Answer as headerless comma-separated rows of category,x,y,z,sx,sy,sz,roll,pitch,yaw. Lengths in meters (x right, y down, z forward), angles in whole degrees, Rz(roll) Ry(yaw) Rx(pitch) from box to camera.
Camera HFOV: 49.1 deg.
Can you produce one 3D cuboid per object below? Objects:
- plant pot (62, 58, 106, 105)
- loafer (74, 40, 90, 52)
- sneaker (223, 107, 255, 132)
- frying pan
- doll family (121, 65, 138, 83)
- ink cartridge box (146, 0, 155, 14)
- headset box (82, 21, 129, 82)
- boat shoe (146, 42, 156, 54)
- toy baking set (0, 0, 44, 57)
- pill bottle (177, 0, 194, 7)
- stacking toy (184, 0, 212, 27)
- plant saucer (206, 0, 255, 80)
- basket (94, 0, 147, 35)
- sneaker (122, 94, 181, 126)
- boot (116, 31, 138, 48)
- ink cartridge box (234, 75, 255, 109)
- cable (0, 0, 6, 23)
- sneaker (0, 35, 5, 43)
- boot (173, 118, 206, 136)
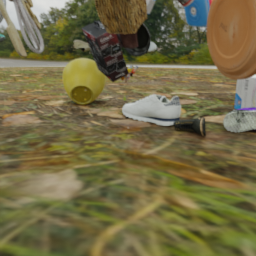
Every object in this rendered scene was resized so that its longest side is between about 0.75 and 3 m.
plant pot,-2.066,-1.930,12.919,2.075,2.075,1.473,-1,41,-2
loafer,-1.790,-3.363,11.752,1.106,0.378,0.418,5,0,-36
sneaker,4.172,-0.299,8.636,2.276,0.791,1.132,6,16,22
frying pan,-0.028,-3.752,12.272,2.633,1.593,0.429,-13,22,48
doll family,-0.035,-1.905,9.855,0.381,0.525,0.845,35,-26,-9
ink cartridge box,0.524,-4.884,10.892,0.800,0.579,0.589,35,31,12
headset box,-0.715,-2.391,8.469,0.637,1.650,1.228,-30,39,-12
boat shoe,0.833,-3.773,13.308,1.381,0.488,0.440,18,-9,41
toy baking set,-1.750,-2.169,4.311,0.274,1.808,2.356,-20,43,3
pill bottle,1.289,-3.565,7.076,0.914,0.530,0.530,33,2,-25
stacking toy,2.908,-4.231,9.378,1.964,1.078,1.140,-29,33,-18
plant saucer,2.768,-2.612,7.229,0.439,2.720,2.720,-7,17,-14
basket,-0.155,-2.735,5.982,0.874,1.225,0.912,6,43,21
sneaker,0.799,-0.735,9.916,2.427,0.977,0.927,10,20,38
boot,0.159,-3.840,9.513,2.603,2.165,0.942,12,39,39
ink cartridge box,5.439,-1.288,11.003,1.408,1.433,1.946,-5,17,-18
cable,-4.546,-3.832,8.590,1.586,1.587,0.549,19,15,9
sneaker,-4.582,-2.507,8.960,1.471,0.671,0.571,-37,46,-25
boot,1.806,-0.021,8.353,0.957,0.536,1.383,-2,2,11
